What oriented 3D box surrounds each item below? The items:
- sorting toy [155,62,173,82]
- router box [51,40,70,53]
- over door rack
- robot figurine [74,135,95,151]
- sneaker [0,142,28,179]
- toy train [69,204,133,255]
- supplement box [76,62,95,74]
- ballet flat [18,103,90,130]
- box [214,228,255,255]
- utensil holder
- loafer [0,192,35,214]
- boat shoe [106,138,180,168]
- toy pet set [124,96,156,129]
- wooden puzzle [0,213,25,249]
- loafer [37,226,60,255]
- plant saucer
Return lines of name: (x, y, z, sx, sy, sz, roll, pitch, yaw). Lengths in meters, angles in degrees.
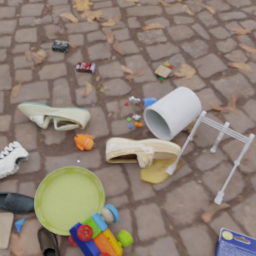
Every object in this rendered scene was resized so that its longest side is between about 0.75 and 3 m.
sorting toy: (1.667, -2.650, 13.311, 0.581, 0.204, 1.204, 30, 62, 18)
router box: (-3.429, -4.140, 14.258, 0.795, 0.247, 0.596, 7, 57, 4)
over door rack: (3.040, 1.070, 10.535, 2.178, 0.982, 2.948, 29, 75, 19)
robot figurine: (-1.729, 0.575, 11.050, 0.822, 0.479, 0.591, 25, 20, 16)
sneaker: (-4.623, 1.482, 10.324, 0.858, 0.795, 2.117, 35, 64, 11)
toy train: (-0.448, 3.858, 8.663, 1.602, 1.172, 2.769, -29, 76, -38)
supplement box: (-2.044, -2.883, 13.437, 0.819, 0.249, 0.446, 5, 57, 5)
ballet flat: (-3.090, -0.408, 11.440, 2.995, 1.040, 1.040, 5, 57, 3)
box: (3.312, 4.445, 8.560, 1.412, 0.378, 2.331, 17, 60, 10)
utensil holder: (1.794, -0.583, 11.176, 1.815, 1.542, 1.542, -35, 63, -22)
loafer: (-4.011, 2.552, 9.626, 1.902, 0.668, 0.646, 6, 56, 4)
boat shoe: (0.522, 1.030, 10.484, 2.821, 1.040, 0.976, 2, 59, 12)
toy pet set: (0.540, -0.802, 11.788, 1.288, 0.733, 1.380, -8, 58, -5)
wooden puzzle: (-4.447, 3.440, 9.348, 1.807, 0.211, 1.219, 5, 61, 3)
loafer: (-2.495, 3.785, 8.891, 0.566, 0.553, 1.551, -26, 61, -16)
plant saucer: (-2.003, 2.510, 9.740, 2.362, 0.367, 2.362, 2, 61, -3)
